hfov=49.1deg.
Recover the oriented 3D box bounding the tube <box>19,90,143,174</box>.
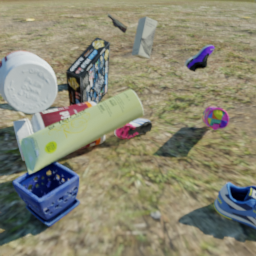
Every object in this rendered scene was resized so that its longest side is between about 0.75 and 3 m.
[{"bbox_3d":[-1.040,0.016,6.404,2.869,0.745,0.832,-26,7,-10],"label":"tube"}]

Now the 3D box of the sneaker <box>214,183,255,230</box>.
[{"bbox_3d":[2.682,1.646,5.718,1.751,0.720,0.647,14,31,20],"label":"sneaker"}]

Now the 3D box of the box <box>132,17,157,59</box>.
[{"bbox_3d":[0.584,-3.213,10.086,0.559,1.361,0.465,8,5,-33],"label":"box"}]

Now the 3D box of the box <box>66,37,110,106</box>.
[{"bbox_3d":[-1.219,-1.427,8.878,0.509,2.213,1.759,24,56,10],"label":"box"}]

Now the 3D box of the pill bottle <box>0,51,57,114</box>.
[{"bbox_3d":[-2.804,-1.302,7.710,1.470,1.470,2.684,-13,23,-21],"label":"pill bottle"}]

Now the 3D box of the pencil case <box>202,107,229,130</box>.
[{"bbox_3d":[2.624,-0.296,8.512,0.700,0.700,1.584,7,5,11],"label":"pencil case"}]

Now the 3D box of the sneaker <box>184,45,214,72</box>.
[{"bbox_3d":[1.904,-1.723,7.140,0.874,0.304,0.435,-37,60,0],"label":"sneaker"}]

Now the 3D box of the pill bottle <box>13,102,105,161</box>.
[{"bbox_3d":[-1.894,0.090,7.790,2.255,1.288,1.288,-15,33,-23],"label":"pill bottle"}]

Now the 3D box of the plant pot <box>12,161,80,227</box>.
[{"bbox_3d":[-1.653,1.400,5.902,0.998,0.898,0.998,21,39,36],"label":"plant pot"}]

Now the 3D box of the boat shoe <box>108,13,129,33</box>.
[{"bbox_3d":[-0.415,-3.868,10.324,1.063,0.345,0.382,43,35,24],"label":"boat shoe"}]

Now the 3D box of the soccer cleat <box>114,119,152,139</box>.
[{"bbox_3d":[0.087,0.017,8.725,1.436,0.502,0.620,-10,20,-36],"label":"soccer cleat"}]
